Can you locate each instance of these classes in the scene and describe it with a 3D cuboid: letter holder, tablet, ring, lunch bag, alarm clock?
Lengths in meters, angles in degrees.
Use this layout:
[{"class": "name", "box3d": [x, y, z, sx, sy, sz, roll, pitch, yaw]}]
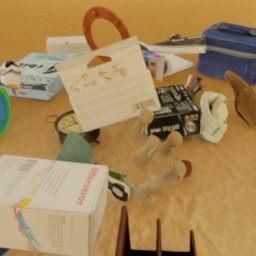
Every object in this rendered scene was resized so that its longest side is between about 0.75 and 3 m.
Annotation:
[{"class": "letter holder", "box3d": [0.396, 2.382, 3.692, 1.177, 1.664, 2.341, -1, 39, 7]}, {"class": "tablet", "box3d": [1.415, -3.068, 12.553, 1.727, 0.181, 2.654, -25, 42, -29]}, {"class": "ring", "box3d": [-0.917, -3.595, 11.313, 2.528, 2.528, 0.243, 23, 53, 28]}, {"class": "lunch bag", "box3d": [4.144, -3.148, 11.169, 2.899, 1.918, 1.970, 20, 41, 24]}, {"class": "alarm clock", "box3d": [-1.596, -0.026, 8.036, 1.862, 0.620, 1.256, 20, 41, 22]}]

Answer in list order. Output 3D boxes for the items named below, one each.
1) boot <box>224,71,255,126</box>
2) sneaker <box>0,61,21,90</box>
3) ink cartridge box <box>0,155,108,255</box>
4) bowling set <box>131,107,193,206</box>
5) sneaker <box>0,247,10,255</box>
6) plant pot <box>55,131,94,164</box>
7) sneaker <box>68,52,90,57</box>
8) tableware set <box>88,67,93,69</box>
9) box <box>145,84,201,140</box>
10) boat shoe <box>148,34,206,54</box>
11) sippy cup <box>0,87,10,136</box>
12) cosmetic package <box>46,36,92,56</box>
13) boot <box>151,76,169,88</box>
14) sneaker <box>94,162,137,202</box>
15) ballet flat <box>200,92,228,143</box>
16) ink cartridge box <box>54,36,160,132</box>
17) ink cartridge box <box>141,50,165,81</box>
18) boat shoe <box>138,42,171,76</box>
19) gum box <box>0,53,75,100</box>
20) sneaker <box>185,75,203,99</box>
[{"class": "boot", "box3d": [3.425, -0.886, 8.436, 1.874, 0.707, 0.690, 54, 10, 7]}, {"class": "sneaker", "box3d": [-3.812, -1.776, 8.995, 0.668, 0.783, 1.776, 8, 13, -44]}, {"class": "ink cartridge box", "box3d": [-1.674, 1.406, 5.408, 2.342, 1.003, 1.729, 7, 21, 4]}, {"class": "bowling set", "box3d": [0.905, 0.603, 6.312, 1.536, 1.185, 2.207, 3, 61, -16]}, {"class": "sneaker", "box3d": [-2.576, 2.241, 5.139, 0.441, 0.397, 1.133, 25, 43, 23]}, {"class": "plant pot", "box3d": [-1.263, 0.729, 6.735, 0.758, 1.126, 1.126, 25, 37, -7]}, {"class": "sneaker", "box3d": [-2.182, -3.064, 12.336, 1.104, 0.406, 0.651, -3, 30, 12]}, {"class": "tableware set", "box3d": [-1.004, -2.201, 10.711, 1.333, 0.304, 1.979, -8, 15, 8]}, {"class": "box", "box3d": [1.147, -0.497, 8.285, 1.495, 0.786, 1.825, -9, 32, -3]}, {"class": "boat shoe", "box3d": [1.859, -3.232, 10.704, 2.168, 0.735, 0.778, 4, 8, 19]}, {"class": "sippy cup", "box3d": [-4.570, -0.468, 7.930, 1.621, 1.736, 2.211, 2, 0, 22]}, {"class": "cosmetic package", "box3d": [-2.704, -3.756, 13.016, 2.013, 0.745, 1.023, -7, 37, -7]}, {"class": "boot", "box3d": [0.493, -2.025, 9.892, 1.862, 1.333, 0.655, -2, -2, -1]}, {"class": "sneaker", "box3d": [-0.310, 1.206, 6.583, 1.289, 0.496, 0.571, 35, 36, 31]}, {"class": "ballet flat", "box3d": [2.709, -0.530, 8.516, 0.900, 0.900, 2.507, 7, 39, 10]}, {"class": "ink cartridge box", "box3d": [-0.467, -1.049, 6.969, 2.110, 1.859, 0.472, -16, 20, 10]}, {"class": "ink cartridge box", "box3d": [0.446, -2.289, 10.629, 1.728, 1.179, 0.660, 23, 37, 28]}, {"class": "boat shoe", "box3d": [0.510, -2.874, 11.567, 0.921, 0.972, 2.781, -10, 41, -44]}, {"class": "gum box", "box3d": [-3.415, -2.067, 10.783, 2.289, 0.600, 2.694, 9, 36, 15]}, {"class": "sneaker", "box3d": [2.286, -1.350, 9.666, 0.544, 0.512, 1.328, 3, 55, 25]}]
